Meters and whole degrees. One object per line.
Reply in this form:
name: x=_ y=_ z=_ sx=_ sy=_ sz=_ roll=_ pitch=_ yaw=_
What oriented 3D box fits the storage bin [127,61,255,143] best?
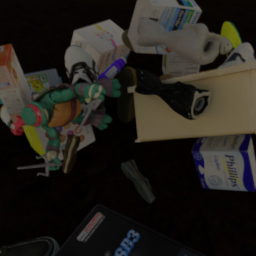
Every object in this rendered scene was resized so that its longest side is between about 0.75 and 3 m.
storage bin: x=2.040 y=-0.449 z=6.963 sx=2.904 sy=1.361 sz=2.884 roll=-7 pitch=-3 yaw=35

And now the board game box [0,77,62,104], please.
board game box: x=-3.764 y=-1.479 z=10.861 sx=2.055 sy=0.482 sz=1.552 roll=1 pitch=34 yaw=1

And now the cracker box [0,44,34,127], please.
cracker box: x=-2.491 y=-0.887 z=6.072 sx=0.436 sy=1.513 sz=1.014 roll=-15 pitch=40 yaw=-6

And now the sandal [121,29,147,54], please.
sandal: x=0.834 y=-2.711 z=9.040 sx=2.058 sy=0.755 sz=0.677 roll=5 pitch=4 yaw=5

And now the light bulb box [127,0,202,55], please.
light bulb box: x=0.894 y=-2.731 z=7.323 sx=1.411 sy=1.399 sz=0.881 roll=-3 pitch=52 yaw=-21

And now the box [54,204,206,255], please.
box: x=-0.192 y=2.741 z=4.629 sx=2.496 sy=0.625 sz=2.515 roll=20 pitch=39 yaw=25

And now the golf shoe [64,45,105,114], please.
golf shoe: x=-1.418 y=-1.653 z=9.033 sx=1.099 sy=1.336 sz=2.828 roll=-21 pitch=74 yaw=-4

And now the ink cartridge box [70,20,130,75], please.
ink cartridge box: x=-1.297 y=-3.308 z=12.137 sx=1.592 sy=1.635 sz=2.543 roll=42 pitch=49 yaw=12

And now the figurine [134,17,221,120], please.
figurine: x=0.773 y=-1.223 z=5.439 sx=1.690 sy=1.732 sz=0.746 roll=27 pitch=39 yaw=37

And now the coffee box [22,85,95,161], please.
coffee box: x=-2.019 y=-0.132 z=7.663 sx=1.445 sy=1.459 sz=1.461 roll=-30 pitch=34 yaw=-27

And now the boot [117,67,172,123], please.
boot: x=0.615 y=-1.308 z=8.866 sx=2.195 sy=1.922 sz=0.726 roll=-29 pitch=54 yaw=-35

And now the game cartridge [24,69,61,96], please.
game cartridge: x=-2.752 y=-1.181 z=8.510 sx=1.488 sy=0.992 sz=0.301 roll=-20 pitch=9 yaw=-30

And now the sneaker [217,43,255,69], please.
sneaker: x=2.525 y=-1.293 z=8.219 sx=1.867 sy=1.145 sz=2.869 roll=-4 pitch=52 yaw=48

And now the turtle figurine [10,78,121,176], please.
turtle figurine: x=-1.227 y=-0.297 z=5.863 sx=1.399 sy=2.080 sz=2.779 roll=45 pitch=30 yaw=9

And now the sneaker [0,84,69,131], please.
sneaker: x=-2.780 y=-0.580 z=9.332 sx=2.609 sy=0.987 sz=1.144 roll=-29 pitch=55 yaw=-26

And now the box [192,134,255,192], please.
box: x=2.301 y=0.829 z=6.629 sx=1.255 sy=1.155 sz=0.659 roll=-5 pitch=29 yaw=33

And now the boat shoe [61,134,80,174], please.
boat shoe: x=-1.414 y=0.597 z=6.629 sx=0.344 sy=0.930 sz=0.343 roll=18 pitch=0 yaw=15

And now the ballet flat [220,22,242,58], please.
ballet flat: x=3.360 y=-2.363 z=9.013 sx=0.682 sy=2.034 sz=0.680 roll=-30 pitch=13 yaw=-8

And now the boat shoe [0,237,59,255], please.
boat shoe: x=-2.442 y=2.548 z=4.772 sx=2.590 sy=0.733 sz=0.889 roll=-20 pitch=39 yaw=-26

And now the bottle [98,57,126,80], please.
bottle: x=-0.429 y=-1.607 z=7.840 sx=0.314 sy=0.402 sz=0.962 roll=42 pitch=68 yaw=-1

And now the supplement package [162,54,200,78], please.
supplement package: x=2.280 y=-3.133 z=12.051 sx=1.391 sy=1.846 sz=1.401 roll=-1 pitch=35 yaw=-2

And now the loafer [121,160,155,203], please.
loafer: x=0.212 y=0.872 z=4.749 sx=0.264 sy=0.302 sz=0.841 roll=-27 pitch=61 yaw=-26
